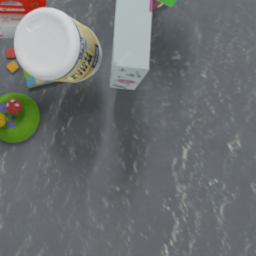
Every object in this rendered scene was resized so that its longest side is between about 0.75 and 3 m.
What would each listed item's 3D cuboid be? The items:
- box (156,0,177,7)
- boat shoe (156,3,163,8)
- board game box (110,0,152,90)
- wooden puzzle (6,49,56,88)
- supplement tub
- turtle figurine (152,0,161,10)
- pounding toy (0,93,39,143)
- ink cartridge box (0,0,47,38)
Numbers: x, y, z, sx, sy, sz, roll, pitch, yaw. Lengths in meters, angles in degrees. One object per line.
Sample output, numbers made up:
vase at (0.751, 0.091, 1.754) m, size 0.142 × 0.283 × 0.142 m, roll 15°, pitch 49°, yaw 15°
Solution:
box at (1.417, -5.206, 8.769) m, size 0.923 × 1.910 × 1.685 m, roll 9°, pitch 56°, yaw -35°
boat shoe at (1.612, -5.603, 11.070) m, size 0.691 × 0.622 × 1.916 m, roll 44°, pitch 84°, yaw 6°
board game box at (0.003, -2.457, 8.204) m, size 0.953 × 2.965 × 2.187 m, roll 4°, pitch 88°, yaw -6°
wooden puzzle at (-3.217, -2.578, 10.805) m, size 2.976 × 0.209 × 1.765 m, roll -15°, pitch 81°, yaw -2°
supplement tub at (-1.895, -2.305, 8.327) m, size 1.843 × 2.553 × 1.843 m, roll 2°, pitch 98°, yaw 13°
turtle figurine at (-0.003, -4.511, 10.324) m, size 2.524 × 1.816 × 2.447 m, roll 10°, pitch 94°, yaw -22°
pounding toy at (-4.525, -0.546, 10.022) m, size 2.434 × 1.130 × 1.879 m, roll 18°, pitch 81°, yaw 2°
ink cartridge box at (-3.319, -3.122, 8.101) m, size 1.887 × 1.638 × 0.411 m, roll -8°, pitch 86°, yaw -21°
